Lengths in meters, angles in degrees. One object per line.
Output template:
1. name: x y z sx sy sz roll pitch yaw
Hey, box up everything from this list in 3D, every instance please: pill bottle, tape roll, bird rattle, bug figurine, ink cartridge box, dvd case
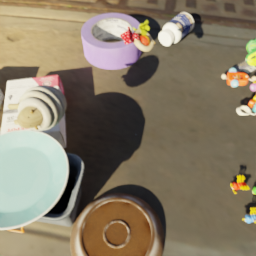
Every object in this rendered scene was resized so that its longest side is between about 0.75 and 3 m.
1. pill bottle: 2.364 -4.864 13.933 1.041 1.041 1.875 34 60 22
2. tape roll: -0.758 -4.144 13.305 2.818 1.197 2.818 0 52 0
3. bird rattle: 0.389 -2.772 8.595 0.957 0.662 1.174 46 41 -6
4. bug figurine: 4.033 2.339 8.955 1.282 0.425 1.653 0 49 -8
5. ink cartridge box: -3.487 -0.525 10.609 2.073 1.171 2.830 -8 54 -6
6. dvd case: 5.391 -2.769 12.975 0.937 0.075 0.697 -26 58 -19

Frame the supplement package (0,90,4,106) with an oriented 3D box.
1. supplement package: -6.149 -0.812 10.778 1.751 1.247 2.248 1 53 1

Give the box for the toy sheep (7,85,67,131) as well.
1. toy sheep: -2.305 -0.559 7.500 1.307 1.307 1.896 13 35 10

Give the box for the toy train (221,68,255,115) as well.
1. toy train: 4.956 -1.311 11.528 2.038 0.754 2.713 1 51 4

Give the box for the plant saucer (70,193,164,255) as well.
1. plant saucer: -0.327 3.194 8.315 2.834 0.455 2.834 -1 53 1

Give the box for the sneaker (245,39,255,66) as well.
1. sneaker: 5.956 -3.589 13.217 0.912 0.809 2.183 25 48 29

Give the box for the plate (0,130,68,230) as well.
1. plate: -2.927 1.273 7.303 2.785 0.356 2.785 0 56 0

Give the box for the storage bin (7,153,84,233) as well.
1. storage bin: -2.763 2.017 8.190 2.991 2.009 2.177 6 56 6
